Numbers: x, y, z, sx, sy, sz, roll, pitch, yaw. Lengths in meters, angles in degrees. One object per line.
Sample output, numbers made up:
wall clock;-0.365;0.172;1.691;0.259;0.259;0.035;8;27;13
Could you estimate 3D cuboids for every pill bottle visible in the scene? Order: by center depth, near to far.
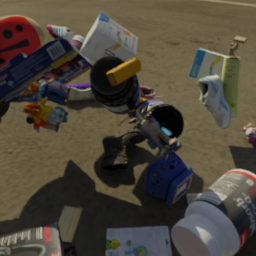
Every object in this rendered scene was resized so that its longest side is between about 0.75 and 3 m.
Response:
pill bottle;2.500;2.381;7.439;2.708;1.569;1.569;-28;44;-33
pill bottle;0.793;-0.260;8.528;1.179;1.179;2.109;-6;13;-9
pill bottle;-0.374;-1.297;8.862;1.451;1.451;2.595;4;-6;6
pill bottle;-2.325;-3.218;11.977;0.907;0.907;1.588;7;47;10

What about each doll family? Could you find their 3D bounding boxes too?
doll family;-2.271;-0.760;7.791;1.101;0.799;1.774;18;72;-18
doll family;5.633;0.234;11.417;1.830;0.825;1.136;-8;39;21

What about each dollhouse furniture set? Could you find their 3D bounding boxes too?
dollhouse furniture set;3.427;-2.416;8.795;0.338;0.763;0.395;26;56;31

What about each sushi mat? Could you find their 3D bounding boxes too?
sushi mat;-1.757;2.785;8.170;0.577;0.073;1.206;3;35;6

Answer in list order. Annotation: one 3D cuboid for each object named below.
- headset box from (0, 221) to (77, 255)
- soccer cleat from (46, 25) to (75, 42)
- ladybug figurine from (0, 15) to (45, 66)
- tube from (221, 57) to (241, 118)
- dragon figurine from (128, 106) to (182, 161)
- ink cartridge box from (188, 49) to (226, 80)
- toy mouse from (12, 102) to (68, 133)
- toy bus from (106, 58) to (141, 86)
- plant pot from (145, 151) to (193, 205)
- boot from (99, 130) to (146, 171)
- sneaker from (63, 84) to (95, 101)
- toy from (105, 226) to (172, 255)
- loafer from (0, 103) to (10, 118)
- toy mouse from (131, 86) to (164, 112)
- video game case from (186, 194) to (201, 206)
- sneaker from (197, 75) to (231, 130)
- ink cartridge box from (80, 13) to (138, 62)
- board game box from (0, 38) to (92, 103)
headset box;-2.489;3.226;6.028;2.822;1.090;2.100;-12;12;-15
soccer cleat;-2.584;-3.659;10.797;0.623;0.504;1.444;-43;58;-11
ladybug figurine;-4.266;-3.116;10.434;1.011;1.908;2.811;22;48;39
tube;3.539;-1.399;9.799;0.551;2.122;0.616;-6;19;-20
dragon figurine;0.608;0.092;6.849;0.643;1.086;2.185;-41;15;2
ink cartridge box;3.477;-2.468;11.494;1.591;1.151;1.171;21;21;13
toy mouse;-2.566;-0.525;8.827;1.888;0.365;1.678;16;18;-1
toy bus;-0.058;-1.412;6.912;1.053;0.343;0.412;-36;19;-31
plant pot;1.330;1.631;8.910;1.194;1.194;1.074;-29;50;-35
boot;-0.142;0.924;10.428;1.921;0.665;1.672;-12;36;0
sneaker;-2.414;-1.927;14.503;2.030;0.706;1.010;3;31;-5
toy;0.257;3.132;7.390;1.674;0.395;0.964;-1;37;0
loafer;-4.593;-0.451;9.174;0.544;0.614;1.614;32;66;15
toy mouse;0.291;-1.608;14.084;2.828;0.547;2.513;-8;36;-11
video game case;2.216;2.428;8.672;0.683;0.086;0.953;1;35;1
sneaker;2.901;-0.833;9.547;0.762;0.722;1.886;-10;79;-17
ink cartridge box;-0.733;-3.344;11.340;1.848;1.337;1.360;28;44;-21
board game box;-2.858;-1.871;9.858;2.986;0.921;2.984;-31;-4;6
